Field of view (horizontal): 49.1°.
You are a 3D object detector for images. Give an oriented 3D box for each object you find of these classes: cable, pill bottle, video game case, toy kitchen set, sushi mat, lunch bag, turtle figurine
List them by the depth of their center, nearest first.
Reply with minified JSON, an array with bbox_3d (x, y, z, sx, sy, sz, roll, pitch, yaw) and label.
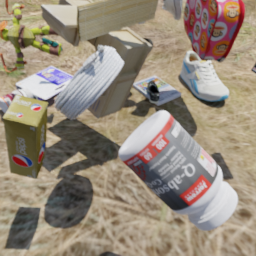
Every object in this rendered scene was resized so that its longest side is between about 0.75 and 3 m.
[{"bbox_3d":[0.808,0.692,4.455,1.807,1.047,1.047,45,48,-7],"label":"pill bottle"},{"bbox_3d":[-0.831,-0.961,5.990,0.615,1.776,1.776,40,19,-12],"label":"cable"},{"bbox_3d":[-0.209,-2.659,6.527,2.088,0.999,0.126,-23,70,-15],"label":"sushi mat"},{"bbox_3d":[-1.374,-1.971,7.889,2.719,2.453,2.218,43,39,20],"label":"toy kitchen set"},{"bbox_3d":[-3.212,-3.019,8.910,2.070,2.567,0.827,4,11,-2],"label":"turtle figurine"},{"bbox_3d":[2.565,-3.415,9.059,1.076,2.313,2.626,-3,51,-9],"label":"lunch bag"},{"bbox_3d":[-4.364,-1.084,10.900,0.671,0.671,1.175,31,50,31],"label":"pill bottle"},{"bbox_3d":[1.204,-1.622,11.922,1.262,0.159,1.762,-24,46,-25],"label":"video game case"}]

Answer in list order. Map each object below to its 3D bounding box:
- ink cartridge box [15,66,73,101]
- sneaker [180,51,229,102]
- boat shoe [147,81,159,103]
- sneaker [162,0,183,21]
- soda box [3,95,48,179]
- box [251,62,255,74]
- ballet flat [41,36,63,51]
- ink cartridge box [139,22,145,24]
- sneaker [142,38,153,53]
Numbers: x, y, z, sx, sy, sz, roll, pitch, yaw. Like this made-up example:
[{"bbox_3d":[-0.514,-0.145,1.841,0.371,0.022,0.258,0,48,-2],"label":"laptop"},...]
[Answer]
[{"bbox_3d":[-3.356,-1.810,11.907,2.000,0.434,1.981,26,47,30],"label":"ink cartridge box"},{"bbox_3d":[3.141,-2.153,11.748,1.128,1.191,2.948,-15,44,-19],"label":"sneaker"},{"bbox_3d":[1.044,-1.567,11.396,0.497,0.468,1.385,-3,40,-1],"label":"boat shoe"},{"bbox_3d":[1.468,-4.108,9.314,0.636,0.656,1.797,7,0,12],"label":"sneaker"},{"bbox_3d":[-2.071,0.262,5.765,0.620,1.937,0.656,14,49,-5],"label":"soda box"},{"bbox_3d":[3.689,-1.610,7.037,0.256,0.883,1.111,11,29,-18],"label":"box"},{"bbox_3d":[-2.906,-3.295,10.869,0.885,0.313,0.313,26,40,-12],"label":"ballet flat"},{"bbox_3d":[0.139,-4.157,10.072,0.897,0.661,0.649,15,28,16],"label":"ink cartridge box"},{"bbox_3d":[-0.085,-2.788,9.904,1.908,1.014,0.714,-21,69,12],"label":"sneaker"}]
